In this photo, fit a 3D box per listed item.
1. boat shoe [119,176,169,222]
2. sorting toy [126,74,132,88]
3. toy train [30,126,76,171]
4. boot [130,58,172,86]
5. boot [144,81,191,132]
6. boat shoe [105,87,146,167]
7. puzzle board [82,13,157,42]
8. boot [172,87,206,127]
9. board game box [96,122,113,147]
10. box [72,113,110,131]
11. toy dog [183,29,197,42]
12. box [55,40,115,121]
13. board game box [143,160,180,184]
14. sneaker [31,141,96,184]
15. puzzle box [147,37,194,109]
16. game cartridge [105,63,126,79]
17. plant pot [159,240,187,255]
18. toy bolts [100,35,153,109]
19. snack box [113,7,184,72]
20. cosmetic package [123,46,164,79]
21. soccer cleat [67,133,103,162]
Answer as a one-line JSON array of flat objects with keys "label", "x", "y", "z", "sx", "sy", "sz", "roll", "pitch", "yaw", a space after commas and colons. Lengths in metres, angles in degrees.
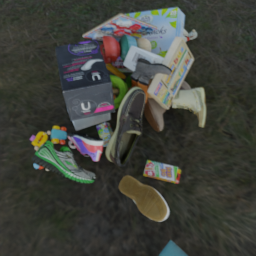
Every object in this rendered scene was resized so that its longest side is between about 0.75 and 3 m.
[{"label": "boat shoe", "x": 0.550, "y": 2.024, "z": 8.044, "sx": 0.716, "sy": 0.700, "sz": 2.021, "roll": -54, "pitch": 38, "yaw": -3}, {"label": "sorting toy", "x": 0.239, "y": -1.373, "z": 11.118, "sx": 0.937, "sy": 1.559, "sz": 0.640, "roll": 12, "pitch": 7, "yaw": 20}, {"label": "toy train", "x": -2.758, "y": 0.704, "z": 9.935, "sx": 1.748, "sy": 0.486, "sz": 1.313, "roll": -33, "pitch": 90, "yaw": -37}, {"label": "boot", "x": 0.711, "y": -1.637, "z": 8.727, "sx": 1.181, "sy": 0.412, "sz": 0.777, "roll": 17, "pitch": 75, "yaw": 10}, {"label": "boot", "x": 1.541, "y": -1.194, "z": 11.214, "sx": 2.121, "sy": 1.019, "sz": 2.901, "roll": -15, "pitch": 51, "yaw": -12}, {"label": "boat shoe", "x": 0.094, "y": 0.012, "z": 9.309, "sx": 0.985, "sy": 2.690, "sz": 0.872, "roll": 9, "pitch": 14, "yaw": -40}, {"label": "puzzle board", "x": -0.236, "y": -3.539, "z": 10.454, "sx": 1.808, "sy": 0.209, "sz": 2.399, "roll": -15, "pitch": -3, "yaw": 36}, {"label": "boot", "x": 2.261, "y": -0.751, "z": 10.466, "sx": 1.229, "sy": 0.573, "sz": 1.590, "roll": -2, "pitch": 69, "yaw": 7}, {"label": "board game box", "x": -0.787, "y": 0.244, "z": 10.101, "sx": 0.406, "sy": 0.414, "sz": 0.789, "roll": -23, "pitch": 80, "yaw": 14}, {"label": "box", "x": -1.566, "y": -0.721, "z": 10.929, "sx": 1.459, "sy": 0.776, "sz": 1.111, "roll": -20, "pitch": 54, "yaw": -15}, {"label": "toy dog", "x": 2.804, "y": -4.683, "z": 14.233, "sx": 1.143, "sy": 0.835, "sz": 1.733, "roll": 24, "pitch": 54, "yaw": 19}, {"label": "box", "x": -1.488, "y": -1.661, "z": 9.529, "sx": 1.546, "sy": 1.341, "sz": 2.529, "roll": -12, "pitch": 49, "yaw": -8}, {"label": "board game box", "x": 1.166, "y": 1.500, "z": 9.536, "sx": 1.201, "sy": 0.180, "sz": 0.574, "roll": 14, "pitch": 52, "yaw": 8}, {"label": "sneaker", "x": -1.786, "y": 1.083, "z": 8.421, "sx": 2.020, "sy": 0.788, "sz": 0.861, "roll": 34, "pitch": 73, "yaw": -26}, {"label": "puzzle box", "x": 1.547, "y": -1.887, "z": 9.878, "sx": 0.278, "sy": 1.455, "sz": 2.187, "roll": 25, "pitch": 86, "yaw": 35}, {"label": "game cartridge", "x": -0.645, "y": -2.457, "z": 11.785, "sx": 0.169, "sy": 1.042, "sz": 0.919, "roll": -57, "pitch": 34, "yaw": 2}, {"label": "plant pot", "x": 0.859, "y": 4.089, "z": 6.593, "sx": 2.033, "sy": 1.437, "sz": 1.436, "roll": -40, "pitch": 60, "yaw": -23}, {"label": "toy bolts", "x": 0.033, "y": -2.127, "z": 10.753, "sx": 1.877, "sy": 2.585, "sz": 2.707, "roll": -8, "pitch": 92, "yaw": -11}, {"label": "snack box", "x": 0.825, "y": -3.634, "z": 11.934, "sx": 2.848, "sy": 0.964, "sz": 2.402, "roll": 7, "pitch": 92, "yaw": 28}, {"label": "cosmetic package", "x": 0.890, "y": -2.238, "z": 10.087, "sx": 1.065, "sy": 0.776, "sz": 2.095, "roll": 36, "pitch": 20, "yaw": 29}, {"label": "soccer cleat", "x": -1.515, "y": 0.580, "z": 9.439, "sx": 0.682, "sy": 0.732, "sz": 1.999, "roll": 2, "pitch": 6, "yaw": -37}]
